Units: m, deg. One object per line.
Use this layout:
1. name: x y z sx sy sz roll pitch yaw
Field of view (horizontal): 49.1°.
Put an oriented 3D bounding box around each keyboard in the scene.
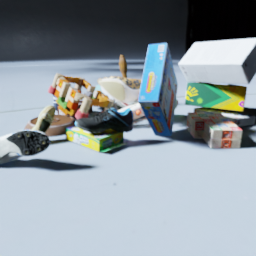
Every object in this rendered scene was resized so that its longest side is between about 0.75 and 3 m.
1. keyboard: -0.902 -1.400 13.054 0.106 1.997 0.562 6 -31 -45

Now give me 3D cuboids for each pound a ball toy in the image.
1. pound a ball toy: 0.215 -0.442 11.608 1.365 0.890 0.580 -23 23 -6

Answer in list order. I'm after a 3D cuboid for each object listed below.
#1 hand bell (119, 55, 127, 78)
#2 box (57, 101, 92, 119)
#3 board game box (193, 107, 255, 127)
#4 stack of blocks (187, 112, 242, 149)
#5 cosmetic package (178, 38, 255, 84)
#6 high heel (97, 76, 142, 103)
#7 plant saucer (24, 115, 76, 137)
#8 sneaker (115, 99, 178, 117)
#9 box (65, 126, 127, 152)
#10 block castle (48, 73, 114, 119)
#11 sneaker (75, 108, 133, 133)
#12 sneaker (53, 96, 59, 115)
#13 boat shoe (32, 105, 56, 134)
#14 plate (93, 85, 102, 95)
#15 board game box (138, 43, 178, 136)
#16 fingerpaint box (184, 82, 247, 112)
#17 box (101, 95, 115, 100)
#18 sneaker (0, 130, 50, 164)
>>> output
1. hand bell: -0.166 -2.495 14.691 1.350 2.592 1.350 -7 0 0
2. box: -2.503 -0.858 13.313 0.810 0.606 1.618 10 22 31
3. board game box: 4.242 -0.543 12.524 1.436 0.394 2.274 -7 19 -31
4. stack of blocks: 3.065 0.033 10.334 1.326 0.674 2.302 -1 18 -1
5. cosmetic package: 3.721 -2.693 11.405 2.945 1.049 1.493 15 61 50
6. high heel: 0.174 -1.847 12.152 2.738 0.978 1.952 19 34 9
7. plant saucer: -3.127 -0.164 11.493 2.234 0.385 2.234 -1 18 0
8. sneaker: 0.813 -1.150 12.797 2.955 1.214 1.150 -2 24 2
9. box: -1.105 0.305 9.815 2.072 0.501 1.216 18 24 38
10. block castle: -2.141 -1.222 12.402 2.757 1.293 1.842 39 25 33
11. sneaker: -0.786 -0.307 9.475 2.000 0.819 0.732 -2 22 -19
12. sneaker: -2.974 -1.401 14.007 0.752 1.165 2.147 5 18 23
13. boat shoe: -2.949 -0.116 9.830 0.460 1.462 0.533 20 -18 42
14. plate: -1.562 -1.945 14.462 1.690 0.216 1.690 -26 26 14
15. board game box: 1.166 -1.294 10.077 0.676 2.368 2.419 1 61 20
16. fingerpaint box: 4.237 -1.562 13.231 2.485 1.093 2.979 9 11 23
17. box: -1.028 -1.574 14.623 0.585 1.046 1.483 19 9 -25
18. sneaker: -3.146 0.514 7.972 2.199 0.790 0.797 -13 3 17
